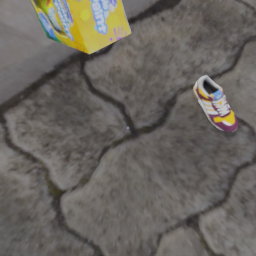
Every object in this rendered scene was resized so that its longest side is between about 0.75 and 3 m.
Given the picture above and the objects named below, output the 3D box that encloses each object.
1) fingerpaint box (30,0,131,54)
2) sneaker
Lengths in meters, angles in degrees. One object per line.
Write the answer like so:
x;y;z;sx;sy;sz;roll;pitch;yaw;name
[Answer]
-1.292;-2.961;5.081;1.012;2.760;2.303;-33;38;-19;fingerpaint box
2.240;-0.593;7.076;0.594;0.714;1.585;-36;79;-8;sneaker
